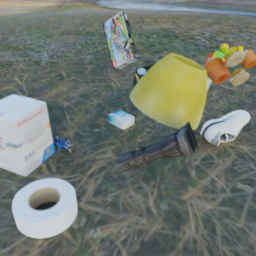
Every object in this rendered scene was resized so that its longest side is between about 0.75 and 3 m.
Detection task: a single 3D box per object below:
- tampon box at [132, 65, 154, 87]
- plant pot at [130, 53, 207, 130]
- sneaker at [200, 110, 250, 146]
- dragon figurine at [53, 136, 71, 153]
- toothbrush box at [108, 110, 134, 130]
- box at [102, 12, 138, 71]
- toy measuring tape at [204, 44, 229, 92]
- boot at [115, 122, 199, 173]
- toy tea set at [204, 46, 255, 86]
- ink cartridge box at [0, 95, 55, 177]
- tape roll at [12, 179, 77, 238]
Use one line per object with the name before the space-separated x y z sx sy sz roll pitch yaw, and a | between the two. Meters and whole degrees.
tampon box | 1.071 -1.694 10.525 1.465 0.925 1.098 -17 65 -16
plant pot | 1.430 -1.256 8.515 2.341 1.662 2.341 19 26 -10
sneaker | 4.463 0.055 12.297 2.650 1.012 1.067 -22 45 -21
dragon figurine | -2.718 0.772 11.454 0.696 0.412 1.399 -9 31 -16
toothbrush box | -0.332 -0.396 13.390 1.030 0.439 0.754 28 41 36
box | -0.372 -3.812 12.384 1.218 2.214 0.384 -21 -12 35
toy measuring tape | 3.507 -2.247 11.863 1.010 2.747 1.010 22 15 -6
boot | 0.716 0.516 6.918 1.855 0.738 2.131 -21 -4 19
toy tea set | 3.912 -2.372 10.199 2.687 1.598 0.994 -2 55 -37
ink cartridge box | -4.084 0.216 10.476 1.700 2.350 1.730 14 34 22
tape roll | -2.509 2.379 8.516 1.878 0.657 1.878 0 32 0
